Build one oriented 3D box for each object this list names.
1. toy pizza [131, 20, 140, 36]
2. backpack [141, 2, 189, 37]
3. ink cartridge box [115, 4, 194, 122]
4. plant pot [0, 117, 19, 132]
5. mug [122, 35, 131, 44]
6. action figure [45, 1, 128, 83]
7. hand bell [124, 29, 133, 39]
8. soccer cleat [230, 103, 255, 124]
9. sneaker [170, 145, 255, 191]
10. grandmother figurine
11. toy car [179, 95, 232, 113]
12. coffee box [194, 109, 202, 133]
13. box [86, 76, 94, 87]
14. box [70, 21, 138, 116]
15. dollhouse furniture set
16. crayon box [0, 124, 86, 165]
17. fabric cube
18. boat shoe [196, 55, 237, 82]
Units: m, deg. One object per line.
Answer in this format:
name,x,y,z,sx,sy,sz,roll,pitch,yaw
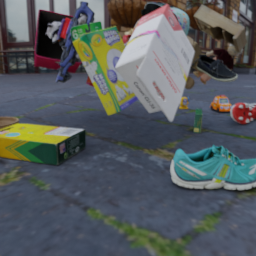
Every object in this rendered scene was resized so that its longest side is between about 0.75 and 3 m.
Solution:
toy pizza,0.499,-3.450,12.686,0.449,2.834,2.834,-5,15,-20
backpack,1.157,-3.040,8.471,1.069,1.261,1.420,-17,42,-38
ink cartridge box,0.696,-1.553,7.002,0.939,1.621,2.783,-13,41,38
plant pot,-4.599,0.078,9.834,1.483,0.685,1.483,0,15,0
mug,0.233,-2.867,11.123,1.020,1.356,1.528,35,26,23
action figure,-1.602,-2.579,9.585,2.689,2.779,1.454,27,-6,-22
hand bell,0.415,-5.154,14.489,0.613,1.176,0.613,34,29,-22
soccer cleat,5.108,-0.685,12.591,2.705,0.928,1.152,-9,8,-42
sneaker,2.118,0.861,6.313,2.312,0.921,0.896,-1,15,-6
grandmother figurine,3.880,-2.755,11.788,1.312,2.164,0.655,37,34,-16
toy car,4.114,-1.330,14.931,2.660,0.885,1.305,2,14,6
coffee box,2.789,-0.297,11.180,0.274,0.766,1.247,6,14,13
box,-0.866,-2.696,12.665,1.326,1.270,2.660,20,27,-4
box,-0.572,-1.963,8.642,0.669,2.765,1.623,-19,14,40
dollhouse furniture set,2.780,-2.816,10.783,1.919,2.888,2.532,43,12,26
crayon box,-2.819,0.418,8.533,2.602,0.661,1.652,6,15,19
fabric cube,-2.815,-3.385,11.348,1.791,1.826,1.820,6,-4,-19
boat shoe,3.184,-2.162,10.169,0.636,0.530,1.703,-33,49,-20
